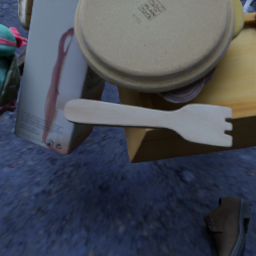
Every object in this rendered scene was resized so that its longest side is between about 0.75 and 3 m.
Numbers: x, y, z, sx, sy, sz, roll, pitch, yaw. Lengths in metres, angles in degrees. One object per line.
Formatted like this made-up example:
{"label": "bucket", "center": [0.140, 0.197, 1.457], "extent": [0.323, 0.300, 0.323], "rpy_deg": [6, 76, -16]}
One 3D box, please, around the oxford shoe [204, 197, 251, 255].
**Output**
{"label": "oxford shoe", "center": [1.717, 1.962, 5.072], "extent": [0.795, 0.684, 1.883], "rpy_deg": [11, 29, 23]}

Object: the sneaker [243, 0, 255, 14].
{"label": "sneaker", "center": [3.815, -3.526, 7.733], "extent": [1.055, 2.808, 1.614], "rpy_deg": [29, 50, 16]}

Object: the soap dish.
{"label": "soap dish", "center": [1.048, -0.612, 3.833], "extent": [2.363, 0.960, 1.859], "rpy_deg": [-8, 67, -3]}

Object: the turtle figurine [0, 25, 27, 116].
{"label": "turtle figurine", "center": [-2.345, -0.571, 4.063], "extent": [1.435, 2.850, 2.134], "rpy_deg": [18, 25, -22]}

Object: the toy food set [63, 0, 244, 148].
{"label": "toy food set", "center": [0.350, -1.212, 3.323], "extent": [1.974, 0.574, 2.860], "rpy_deg": [7, 75, 7]}

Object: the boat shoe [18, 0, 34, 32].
{"label": "boat shoe", "center": [-2.637, -4.160, 8.044], "extent": [1.030, 2.794, 0.966], "rpy_deg": [8, 11, -46]}

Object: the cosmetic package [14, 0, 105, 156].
{"label": "cosmetic package", "center": [-0.958, -0.928, 4.610], "extent": [1.040, 2.383, 1.232], "rpy_deg": [21, 25, 7]}

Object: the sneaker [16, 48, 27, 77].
{"label": "sneaker", "center": [-1.752, -1.872, 6.301], "extent": [2.562, 0.902, 0.968], "rpy_deg": [-9, 65, 41]}
